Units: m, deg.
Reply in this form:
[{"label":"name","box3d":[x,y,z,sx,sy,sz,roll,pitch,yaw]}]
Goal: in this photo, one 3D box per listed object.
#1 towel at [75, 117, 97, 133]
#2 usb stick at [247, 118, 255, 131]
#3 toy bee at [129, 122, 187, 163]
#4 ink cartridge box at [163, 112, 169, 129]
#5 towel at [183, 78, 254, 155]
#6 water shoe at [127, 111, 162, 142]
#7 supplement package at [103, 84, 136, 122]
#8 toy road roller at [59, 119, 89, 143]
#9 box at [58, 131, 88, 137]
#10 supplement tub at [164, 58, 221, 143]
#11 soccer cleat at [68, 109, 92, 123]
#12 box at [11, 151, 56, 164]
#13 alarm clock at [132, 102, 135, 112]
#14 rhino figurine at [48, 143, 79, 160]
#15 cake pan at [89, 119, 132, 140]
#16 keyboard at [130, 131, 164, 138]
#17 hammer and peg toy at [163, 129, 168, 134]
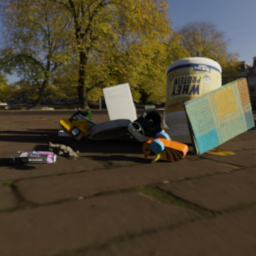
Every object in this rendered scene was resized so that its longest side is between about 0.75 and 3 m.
[{"label":"towel","box3d":[-1.578,-0.078,11.336,1.255,0.217,1.208,25,-17,-15]},{"label":"usb stick","box3d":[5.029,-0.112,12.284,1.961,0.544,0.320,-7,-3,7]},{"label":"toy bee","box3d":[0.735,0.485,7.165,0.979,0.813,1.496,-24,51,-35]},{"label":"ink cartridge box","box3d":[2.324,-0.364,11.402,1.619,0.683,1.172,3,11,16]},{"label":"towel","box3d":[2.578,-0.335,7.868,2.172,1.592,0.236,-24,19,-19]},{"label":"water shoe","box3d":[0.893,-0.067,9.902,0.970,0.879,2.458,-46,-13,20]},{"label":"supplement package","box3d":[-0.311,-0.777,12.101,1.120,1.909,1.116,-14,-4,0]},{"label":"toy road roller","box3d":[-1.879,-0.034,10.045,1.010,0.738,0.621,35,-23,19]},{"label":"box","box3d":[-2.376,0.237,12.119,1.012,0.208,0.789,1,5,22]},{"label":"supplement tub","box3d":[2.168,-0.854,9.463,1.843,2.552,1.843,3,-11,1]},{"label":"soccer cleat","box3d":[-2.299,-0.463,12.403,1.409,0.571,0.476,-19,4,-22]},{"label":"box","box3d":[-2.316,0.728,6.969,0.990,0.179,0.708,1,5,-11]},{"label":"alarm clock","box3d":[-0.209,-0.563,13.366,0.718,1.455,2.156,-3,43,-37]},{"label":"rhino figurine","box3d":[-1.375,0.523,6.085,0.849,0.254,0.371,10,-14,37]},{"label":"cake pan","box3d":[-0.583,0.053,10.212,1.738,0.319,1.738,-12,-12,-3]},{"label":"keyboard","box3d":[0.911,0.290,12.218,0.669,0.127,2.377,-3,3,29]},{"label":"hammer and peg toy","box3d":[1.927,0.230,11.733,0.578,0.277,0.785,-6,13,-42]}]
